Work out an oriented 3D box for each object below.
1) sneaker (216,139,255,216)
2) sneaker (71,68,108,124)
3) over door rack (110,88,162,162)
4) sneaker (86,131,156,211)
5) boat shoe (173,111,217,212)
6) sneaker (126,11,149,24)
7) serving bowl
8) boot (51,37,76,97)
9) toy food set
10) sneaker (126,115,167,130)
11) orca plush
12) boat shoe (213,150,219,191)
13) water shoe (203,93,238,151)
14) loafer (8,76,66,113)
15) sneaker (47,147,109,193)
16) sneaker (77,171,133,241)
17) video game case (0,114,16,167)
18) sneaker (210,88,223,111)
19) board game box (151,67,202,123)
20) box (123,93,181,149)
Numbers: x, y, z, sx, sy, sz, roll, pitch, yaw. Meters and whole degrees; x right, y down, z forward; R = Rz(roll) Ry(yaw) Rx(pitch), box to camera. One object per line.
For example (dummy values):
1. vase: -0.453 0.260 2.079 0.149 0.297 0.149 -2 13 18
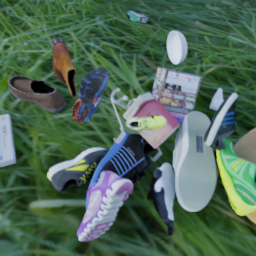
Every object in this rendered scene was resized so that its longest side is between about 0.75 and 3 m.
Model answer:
1. sneaker: 2.626 1.084 6.561 0.884 0.783 2.115 -16 38 13
2. sneaker: -0.856 -0.772 6.545 0.533 1.416 0.555 38 23 14
3. over door rack: 0.291 -0.190 8.133 1.521 0.686 2.059 29 33 -31
4. sneaker: -0.100 1.110 7.190 1.042 0.938 2.674 13 47 18
5. boat shoe: 1.660 0.894 7.315 0.963 0.983 2.759 14 57 -4
6. sneaker: 0.489 -5.706 14.423 1.170 0.435 0.512 27 40 11
7. serving bowl: 1.632 -2.609 9.080 0.343 1.044 1.044 -12 46 -14
8. boot: -1.681 -1.489 7.972 0.579 1.591 1.690 -13 51 -22
9. toy food set: 3.960 0.907 6.914 2.922 0.718 2.952 -25 33 14
10. sneaker: 0.399 -0.074 6.290 0.930 0.351 0.355 -6 13 14
11. orca plush: 0.814 1.737 6.966 1.003 0.678 1.906 30 37 -35
12. boat shoe: 2.207 1.111 7.509 0.471 0.459 1.244 11 46 9
13. water shoe: 2.380 -0.130 6.838 0.577 0.522 1.461 30 85 3
14. loafer: -3.189 -1.386 9.710 2.470 0.877 0.902 22 49 20
15. sneaker: -1.216 1.154 7.442 1.743 0.649 0.737 -26 56 -12
16. sneaker: -0.614 1.626 5.986 0.762 1.723 0.693 39 15 34
17. video game case: -4.552 0.539 8.234 2.217 0.244 2.021 -15 47 -15
18. sneaker: 3.157 -0.935 9.690 0.452 0.385 1.022 25 56 7
19. board game box: 1.363 -0.967 8.434 1.171 1.468 0.711 8 14 -18
20. box: 0.641 -0.213 7.610 1.282 0.820 0.698 45 29 10
